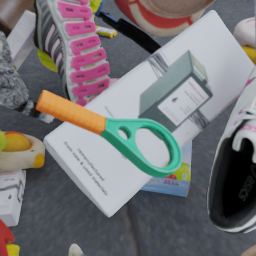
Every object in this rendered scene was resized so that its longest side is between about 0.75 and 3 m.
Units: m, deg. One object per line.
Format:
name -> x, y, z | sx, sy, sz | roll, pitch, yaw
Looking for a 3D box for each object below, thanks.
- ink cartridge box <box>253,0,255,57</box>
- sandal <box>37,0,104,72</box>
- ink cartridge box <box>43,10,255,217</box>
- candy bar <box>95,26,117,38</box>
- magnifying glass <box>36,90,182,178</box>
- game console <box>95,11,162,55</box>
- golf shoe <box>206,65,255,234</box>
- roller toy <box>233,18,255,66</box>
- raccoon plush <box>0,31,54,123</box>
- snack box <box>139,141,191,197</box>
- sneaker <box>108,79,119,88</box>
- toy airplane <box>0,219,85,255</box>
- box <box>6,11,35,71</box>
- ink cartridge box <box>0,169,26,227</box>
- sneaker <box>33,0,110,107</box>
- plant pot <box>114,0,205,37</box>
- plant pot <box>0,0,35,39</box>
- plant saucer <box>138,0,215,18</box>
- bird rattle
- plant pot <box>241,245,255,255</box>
ink cartridge box -> 2.852, -0.994, 5.148 | 0.506, 2.489, 2.494 | 0, 10, 35
sandal -> -1.262, -2.658, 6.827 | 1.179, 2.967, 1.292 | 29, 33, -14
ink cartridge box -> 0.202, -0.242, 4.602 | 2.998, 2.188, 1.260 | -40, 97, -17
candy bar -> -1.582, -4.442, 12.673 | 2.268, 0.251, 0.565 | 18, 46, 18
magnifying glass -> -0.096, 0.037, 2.533 | 1.461, 0.164, 0.581 | 22, 47, -24
game console -> -0.074, -2.895, 8.202 | 2.800, 0.337, 1.651 | 42, 14, 30
golf shoe -> 1.699, -0.035, 3.203 | 0.999, 2.753, 1.268 | 21, 7, 31
roller toy -> 4.698, -2.783, 9.761 | 2.480, 1.733, 2.262 | -6, 43, -7
raccoon plush -> -1.633, -0.743, 4.122 | 0.669, 1.383, 0.926 | 16, 83, 44
snack box -> 0.719, 0.634, 6.848 | 1.584, 0.635, 1.878 | 6, 41, 8
sneaker -> -0.120, -0.531, 7.764 | 1.510, 1.087, 2.889 | -9, 39, -3
toy airplane -> -1.652, 2.698, 4.054 | 2.503, 1.766, 2.492 | 19, 84, 8
box -> -2.531, -1.582, 6.112 | 0.414, 2.000, 0.387 | 43, 16, 7
ink cartridge box -> -2.787, 1.392, 6.123 | 0.849, 0.496, 1.463 | -5, 43, -6
sneaker -> -1.197, -1.536, 5.586 | 1.174, 2.684, 0.990 | 4, 23, 46
plant pot -> 0.852, -3.743, 7.345 | 2.726, 2.726, 2.412 | -4, 38, -4
plant pot -> -2.750, -3.227, 7.047 | 2.121, 2.121, 2.099 | 23, 73, 23
plant saucer -> 1.014, -2.914, 5.558 | 1.799, 0.329, 1.799 | -3, 78, 12
bird rattle -> -3.103, 0.547, 6.643 | 2.119, 1.464, 2.599 | 6, 7, -27
plant pot -> 2.462, 2.933, 4.035 | 2.263, 1.045, 2.263 | 0, 43, 0
